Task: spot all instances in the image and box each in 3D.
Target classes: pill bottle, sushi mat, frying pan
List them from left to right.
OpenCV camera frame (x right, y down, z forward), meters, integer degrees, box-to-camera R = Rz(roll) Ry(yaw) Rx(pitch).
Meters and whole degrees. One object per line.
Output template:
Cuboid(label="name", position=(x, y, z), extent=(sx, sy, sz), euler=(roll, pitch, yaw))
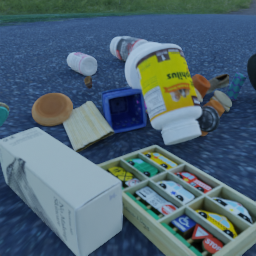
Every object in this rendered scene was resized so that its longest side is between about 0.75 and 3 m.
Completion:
Cuboid(label="pill bottle", position=(-2.123, -2.935, 12.688), extent=(0.856, 0.856, 1.510), euler=(-18, 32, -32))
Cuboid(label="sushi mat", position=(-1.187, -0.129, 7.578), extent=(1.059, 0.134, 2.213), euler=(-29, 33, -8))
Cuboid(label="pill bottle", position=(0.090, -4.005, 14.378), extent=(1.257, 1.257, 2.170), euler=(-19, 32, -33))
Cuboid(label="pill bottle", position=(0.762, -1.972, 9.365), extent=(1.720, 1.720, 2.969), euler=(1, 18, 2))
Cuboid(label="pill bottle", position=(1.003, -0.771, 6.757), extent=(1.221, 2.235, 1.221), euler=(-15, -11, -3))
Cuboid(label="frying pan", position=(1.761, -0.303, 6.993), extent=(1.084, 0.656, 0.176), euler=(32, 28, 34))

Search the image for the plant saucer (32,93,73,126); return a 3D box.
Cuboid(label="plant saucer", position=(-2.215, -0.592, 8.124), extent=(1.182, 0.221, 1.182), euler=(-1, 55, 1))

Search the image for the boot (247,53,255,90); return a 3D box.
Cuboid(label="boot", position=(4.469, -1.615, 9.050), extent=(0.821, 2.370, 2.064), euler=(-31, 19, 28))

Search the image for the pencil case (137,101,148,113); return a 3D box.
Cuboid(label="pencil case", position=(0.528, -0.664, 8.723), extent=(0.381, 0.381, 0.863), euler=(-20, 33, -34))

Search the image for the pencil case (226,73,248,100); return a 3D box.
Cuboid(label="pencil case", position=(3.623, -1.384, 9.370), extent=(0.405, 0.877, 0.373), euler=(11, 20, -28))

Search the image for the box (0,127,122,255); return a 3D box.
Cuboid(label="box", position=(-1.254, 0.936, 4.807), extent=(0.867, 1.042, 2.536), euler=(-24, 34, -38))

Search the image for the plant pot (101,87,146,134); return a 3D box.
Cuboid(label="plant pot", position=(-0.179, -0.563, 7.758), extent=(1.074, 1.074, 0.966), euler=(-13, 24, -14))

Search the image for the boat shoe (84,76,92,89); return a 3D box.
Cuboid(label="boat shoe", position=(-1.433, -1.649, 10.167), extent=(0.268, 0.268, 0.762), euler=(-23, 30, 10))

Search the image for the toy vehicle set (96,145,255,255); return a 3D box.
Cuboid(label="toy vehicle set", position=(0.770, 1.205, 4.904), extent=(1.707, 0.364, 2.748), euler=(-17, 31, -35))

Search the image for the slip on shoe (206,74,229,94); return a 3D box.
Cuboid(label="slip on shoe", position=(2.963, -1.549, 9.742), extent=(1.308, 0.396, 0.497), euler=(-15, 50, -16))

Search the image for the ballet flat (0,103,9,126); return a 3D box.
Cuboid(label="ballet flat", position=(-3.437, 0.081, 5.865), extent=(2.078, 0.735, 0.735), euler=(-44, 36, -1))

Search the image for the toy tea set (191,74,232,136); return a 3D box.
Cuboid(label="toy tea set", position=(2.012, -0.598, 8.268), extent=(1.598, 0.994, 2.687), euler=(44, 36, 7))
